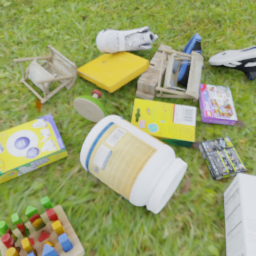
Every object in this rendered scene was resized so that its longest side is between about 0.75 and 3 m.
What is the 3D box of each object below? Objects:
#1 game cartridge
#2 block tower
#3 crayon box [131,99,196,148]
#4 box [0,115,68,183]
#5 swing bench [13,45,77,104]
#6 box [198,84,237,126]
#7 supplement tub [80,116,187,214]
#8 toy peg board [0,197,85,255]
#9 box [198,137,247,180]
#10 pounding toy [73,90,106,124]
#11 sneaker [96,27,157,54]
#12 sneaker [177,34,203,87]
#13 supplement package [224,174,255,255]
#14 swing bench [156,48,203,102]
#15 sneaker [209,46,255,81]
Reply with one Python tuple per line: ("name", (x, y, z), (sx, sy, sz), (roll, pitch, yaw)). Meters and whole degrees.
("game cartridge", (-0.670, -2.612, 12.451), (2.311, 0.425, 2.622), (-36, 45, -21))
("block tower", (1.298, -2.541, 12.630), (0.798, 0.854, 2.953), (19, 56, 15))
("crayon box", (1.311, -0.204, 10.613), (2.377, 0.604, 1.509), (10, 63, 1))
("box", (-3.877, 0.769, 10.111), (2.918, 0.706, 1.712), (-24, 60, -13))
("swing bench", (-3.548, -2.399, 12.296), (1.947, 1.263, 1.937), (-34, 59, -29))
("box", (3.662, -0.997, 11.648), (1.307, 0.373, 1.910), (7, 51, -2))
("supplement tub", (0.164, 1.135, 8.991), (2.917, 2.110, 2.110), (32, 59, 21))
("toy peg board", (-2.610, 3.085, 7.823), (2.017, 0.987, 2.009), (-28, 37, -19))
("box", (3.393, 1.082, 10.164), (1.191, 0.329, 1.486), (-10, 53, -8))
("pounding toy", (-1.167, -0.799, 10.605), (1.697, 1.310, 0.787), (41, 59, -23))
("sneaker", (0.013, -4.037, 12.774), (1.687, 1.103, 2.935), (3, 16, 40))
("sneaker", (2.957, -3.012, 12.811), (1.080, 0.972, 2.773), (29, 69, -11))
("supplement package", (3.722, 2.804, 8.057), (1.444, 1.449, 2.471), (10, 51, 4))
("swing bench", (2.170, -2.170, 11.676), (1.815, 1.177, 1.805), (8, 82, 7))
("sneaker", (5.071, -2.755, 12.759), (2.619, 1.465, 0.957), (1, 42, 46))
